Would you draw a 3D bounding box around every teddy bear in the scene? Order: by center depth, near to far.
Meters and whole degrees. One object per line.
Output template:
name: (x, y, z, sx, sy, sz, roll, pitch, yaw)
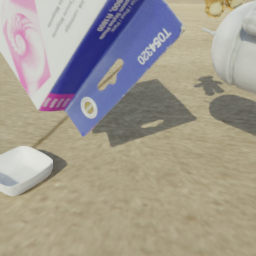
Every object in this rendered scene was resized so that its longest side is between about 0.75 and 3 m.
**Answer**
teddy bear: (1.521, -2.712, 5.006, 1.076, 1.484, 0.495, -38, 4, 12)

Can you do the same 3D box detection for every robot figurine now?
robot figurine: (2.474, -1.192, 4.558, 2.561, 1.446, 2.172, 30, 3, 34)

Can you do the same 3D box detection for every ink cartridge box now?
ink cartridge box: (-1.032, -1.574, 4.212, 0.624, 2.830, 2.882, -26, 78, -46)

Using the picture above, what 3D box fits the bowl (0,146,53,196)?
bowl: (-2.149, 0.872, 5.512, 1.117, 0.417, 1.115, 18, 34, 32)
